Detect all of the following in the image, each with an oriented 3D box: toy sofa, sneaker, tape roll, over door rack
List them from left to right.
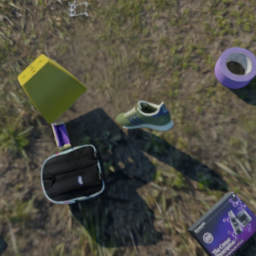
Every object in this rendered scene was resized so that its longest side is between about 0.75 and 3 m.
[{"bbox_3d":[-2.579,0.290,10.839,0.436,0.514,1.053,-18,72,-6],"label":"toy sofa"},{"bbox_3d":[-2.288,-5.458,12.798,0.874,0.291,0.646,-3,73,-1],"label":"over door rack"},{"bbox_3d":[0.463,-0.541,10.092,2.354,1.057,0.789,6,41,35],"label":"sneaker"},{"bbox_3d":[4.476,-2.484,11.645,1.574,0.669,1.574,0,72,-1],"label":"tape roll"}]

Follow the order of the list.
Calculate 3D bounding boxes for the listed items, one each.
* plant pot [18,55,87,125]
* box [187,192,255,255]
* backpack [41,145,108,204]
[{"bbox_3d":[-2.797,-1.504,9.822,1.777,1.567,1.777,-44,36,-3],"label":"plant pot"},{"bbox_3d":[3.317,3.438,9.694,2.032,0.801,1.434,-38,74,-11],"label":"box"},{"bbox_3d":[-1.879,1.703,9.804,2.109,1.588,1.872,-15,73,-3],"label":"backpack"}]
